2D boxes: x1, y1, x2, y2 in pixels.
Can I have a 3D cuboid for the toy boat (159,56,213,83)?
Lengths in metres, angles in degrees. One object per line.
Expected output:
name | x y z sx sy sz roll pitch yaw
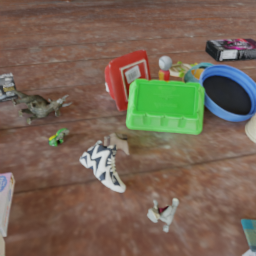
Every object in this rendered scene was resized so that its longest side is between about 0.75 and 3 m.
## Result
toy boat | 2.741 -2.347 12.453 2.911 1.353 2.447 12 37 17

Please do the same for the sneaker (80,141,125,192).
sneaker | -0.477 0.966 7.647 1.509 0.602 0.982 39 91 20

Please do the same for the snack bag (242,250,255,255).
snack bag | 2.823 2.981 5.857 0.880 0.100 0.934 -20 38 -26

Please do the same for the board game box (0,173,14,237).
board game box | -3.943 2.005 7.017 1.852 0.382 1.856 -8 35 -11

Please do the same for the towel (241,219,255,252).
towel | 3.052 2.501 6.486 0.669 0.099 0.912 4 30 5

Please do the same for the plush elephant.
plush elephant | 0.732 1.939 6.440 0.581 0.618 0.750 24 61 1

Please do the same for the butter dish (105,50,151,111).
butter dish | -0.190 -2.017 11.607 2.104 2.098 1.555 -29 30 -34

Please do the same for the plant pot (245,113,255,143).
plant pot | 5.241 -0.547 9.362 2.094 1.917 2.094 0 34 0

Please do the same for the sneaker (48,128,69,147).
sneaker | -2.298 0.346 9.529 0.369 0.338 0.866 26 51 21

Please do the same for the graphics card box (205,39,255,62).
graphics card box | 6.146 -4.497 16.104 2.921 0.743 1.832 -5 35 -6

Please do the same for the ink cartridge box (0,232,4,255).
ink cartridge box | -3.676 2.914 5.102 2.526 1.057 1.832 -12 36 -17

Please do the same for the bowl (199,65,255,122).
bowl | 3.938 -1.365 10.961 2.592 0.509 2.592 8 56 -11

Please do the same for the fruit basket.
fruit basket | 1.366 -0.859 10.319 2.918 2.105 2.918 6 -8 1

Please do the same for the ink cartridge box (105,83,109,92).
ink cartridge box | -0.618 -1.839 12.489 0.487 0.475 0.758 -28 43 -34

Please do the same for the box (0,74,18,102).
box | -5.385 -1.600 11.631 1.353 1.067 0.337 -16 38 -23

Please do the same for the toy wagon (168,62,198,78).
toy wagon | 2.838 -2.993 14.292 1.692 0.335 1.312 -11 37 -17

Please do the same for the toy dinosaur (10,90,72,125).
toy dinosaur | -3.569 -0.853 10.888 2.631 1.013 1.345 16 24 33

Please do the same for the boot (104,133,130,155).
boot | -0.385 0.566 9.173 0.802 0.385 1.096 -10 34 -3
